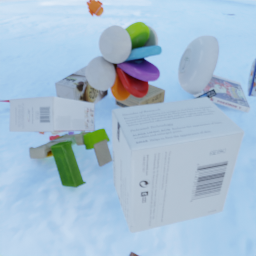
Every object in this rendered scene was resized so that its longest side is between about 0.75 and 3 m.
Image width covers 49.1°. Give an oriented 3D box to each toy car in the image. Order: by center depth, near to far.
[{"bbox_3d":[0.112,-2.150,9.712,2.115,2.821,2.469,46,38,16],"label":"toy car"}]

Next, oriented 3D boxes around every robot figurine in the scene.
[{"bbox_3d":[-1.331,-4.857,11.376,0.811,0.473,0.583,39,49,-12],"label":"robot figurine"}]

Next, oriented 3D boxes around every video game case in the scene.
[{"bbox_3d":[4.554,-1.961,14.051,2.676,0.338,2.937,17,35,0],"label":"video game case"}]

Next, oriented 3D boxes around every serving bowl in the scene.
[{"bbox_3d":[2.376,-2.345,10.221,0.719,2.186,2.186,12,31,-14],"label":"serving bowl"}]

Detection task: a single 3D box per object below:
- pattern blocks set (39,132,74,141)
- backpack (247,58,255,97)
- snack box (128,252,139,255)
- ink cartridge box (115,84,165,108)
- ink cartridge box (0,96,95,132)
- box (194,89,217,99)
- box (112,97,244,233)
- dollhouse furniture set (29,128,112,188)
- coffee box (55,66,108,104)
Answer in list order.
[{"bbox_3d":[-2.988,-0.056,11.872,1.590,0.147,1.808,-26,41,-34],"label":"pattern blocks set"},{"bbox_3d":[4.687,-1.627,9.109,1.450,1.883,1.793,4,4,12],"label":"backpack"},{"bbox_3d":[-0.057,3.535,6.271,0.551,0.186,1.531,17,36,24],"label":"snack box"},{"bbox_3d":[0.583,-1.466,13.507,1.599,0.729,1.942,27,41,36],"label":"ink cartridge box"},{"bbox_3d":[-2.028,-0.295,7.192,1.679,0.802,1.912,0,0,22],"label":"ink cartridge box"},{"bbox_3d":[2.538,-0.991,10.466,1.126,0.280,1.117,-26,-3,-29],"label":"box"},{"bbox_3d":[1.158,0.962,7.735,2.914,2.899,1.905,-9,34,-13],"label":"box"},{"bbox_3d":[-2.021,1.010,9.797,1.801,1.379,2.749,-24,11,-41],"label":"dollhouse furniture set"},{"bbox_3d":[-2.098,-1.827,13.304,1.101,1.560,2.759,16,37,22],"label":"coffee box"}]
